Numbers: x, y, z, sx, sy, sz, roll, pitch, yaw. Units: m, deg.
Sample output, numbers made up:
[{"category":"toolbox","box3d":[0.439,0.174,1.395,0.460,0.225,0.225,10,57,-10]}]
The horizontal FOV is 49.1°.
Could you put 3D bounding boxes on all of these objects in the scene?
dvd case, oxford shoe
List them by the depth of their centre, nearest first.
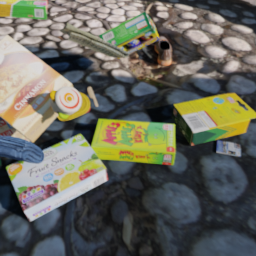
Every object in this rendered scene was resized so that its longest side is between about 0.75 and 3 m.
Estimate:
[{"category":"dvd case","box3d":[3.720,0.758,10.376,0.892,0.078,0.636,10,43,11]},{"category":"oxford shoe","box3d":[1.986,-4.446,15.228,0.930,0.951,2.608,-2,43,-2]}]

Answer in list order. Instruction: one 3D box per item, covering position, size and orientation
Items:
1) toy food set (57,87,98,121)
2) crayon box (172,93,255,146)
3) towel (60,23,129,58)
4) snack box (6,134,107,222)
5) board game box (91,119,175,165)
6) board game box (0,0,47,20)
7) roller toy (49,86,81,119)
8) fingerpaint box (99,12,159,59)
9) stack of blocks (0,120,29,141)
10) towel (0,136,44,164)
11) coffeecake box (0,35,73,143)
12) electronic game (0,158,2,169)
[{"category":"toy food set","box3d":[-2.224,-0.873,11.808,1.888,0.617,1.111,-24,73,-21]},{"category":"crayon box","box3d":[3.407,-0.416,11.097,2.858,0.726,1.814,-12,42,-11]},{"category":"towel","box3d":[-1.120,-2.626,8.740,2.043,0.353,1.967,21,9,-21]},{"category":"snack box","box3d":[-2.300,1.493,9.107,2.692,0.713,1.915,-25,47,-22]},{"category":"board game box","box3d":[0.228,0.485,10.211,2.882,0.686,1.464,4,44,4]},{"category":"board game box","box3d":[-4.027,-4.810,10.892,1.681,0.443,2.198,-2,37,-15]},{"category":"roller toy","box3d":[-1.682,-0.734,7.605,0.744,0.816,0.570,-37,10,-33]},{"category":"fingerpaint box","box3d":[0.109,-3.809,11.826,2.104,0.772,1.755,-21,-4,16]},{"category":"stack of blocks","box3d":[-4.905,0.314,10.382,2.394,0.701,1.378,-28,50,-26]},{"category":"towel","box3d":[-3.728,0.492,8.100,2.414,1.347,0.586,10,74,10]},{"category":"coffeecake box","box3d":[-3.344,-1.212,8.645,2.682,0.980,2.059,37,75,9]},{"category":"electronic game","box3d":[-4.778,1.223,9.493,0.919,0.191,0.919,2,79,-13]}]
